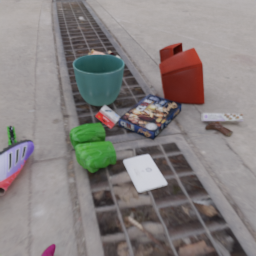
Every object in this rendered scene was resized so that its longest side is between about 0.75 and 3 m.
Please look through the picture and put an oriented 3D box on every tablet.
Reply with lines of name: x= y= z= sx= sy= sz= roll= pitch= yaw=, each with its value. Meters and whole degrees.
tablet: x=0.490 y=1.354 z=8.590 sx=0.930 sy=0.098 sz=1.429 roll=-11 pitch=37 yaw=-16

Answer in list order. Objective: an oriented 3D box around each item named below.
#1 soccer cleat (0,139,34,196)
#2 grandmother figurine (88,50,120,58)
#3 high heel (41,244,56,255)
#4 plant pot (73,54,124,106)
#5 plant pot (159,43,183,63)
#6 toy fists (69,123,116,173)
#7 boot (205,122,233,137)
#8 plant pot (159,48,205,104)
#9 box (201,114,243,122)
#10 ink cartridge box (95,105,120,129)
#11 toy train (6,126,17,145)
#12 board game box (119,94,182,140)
soccer cleat: x=-3.606 y=1.348 z=8.073 sx=1.012 sy=0.943 sz=2.764 roll=34 pitch=42 yaw=10
grandmother figurine: x=-1.225 y=-3.896 z=15.628 sx=1.942 sy=0.588 sz=1.178 roll=20 pitch=63 yaw=21
high heel: x=-1.711 y=3.031 z=6.006 sx=0.494 sy=0.347 sz=1.029 roll=5 pitch=49 yaw=24
plant pot: x=-1.205 y=-1.949 z=11.846 sx=2.087 sy=1.675 sz=2.087 roll=1 pitch=35 yaw=-1
plant pot: x=2.322 y=-3.977 z=15.344 sx=0.975 sy=1.106 sz=1.105 roll=11 pitch=35 yaw=36
toy fists: x=-1.240 y=0.598 z=9.108 sx=1.148 sy=0.775 sz=2.253 roll=-5 pitch=34 yaw=-20
boot: x=3.333 y=0.095 z=10.256 sx=0.747 sy=0.257 sz=0.801 roll=-20 pitch=44 yaw=-23
plant pot: x=2.261 y=-2.137 z=12.145 sx=1.658 sy=1.882 sz=1.880 roll=-9 pitch=35 yaw=6
box: x=3.594 y=-0.399 z=10.713 sx=1.509 sy=0.292 sz=0.313 roll=1 pitch=-1 yaw=2
ink cartridge box: x=-0.770 y=-0.428 z=10.711 sx=0.781 sy=0.175 sz=0.688 roll=38 pitch=41 yaw=-2
toy train: x=-4.050 y=0.376 z=9.716 sx=0.278 sy=0.376 sz=1.334 roll=4 pitch=29 yaw=-30
board game box: x=0.896 y=-0.507 z=10.882 sx=1.534 sy=0.392 sz=2.264 roll=21 pitch=41 yaw=27
